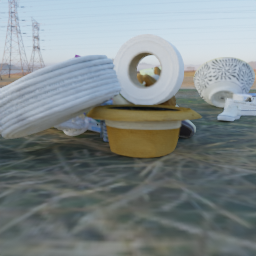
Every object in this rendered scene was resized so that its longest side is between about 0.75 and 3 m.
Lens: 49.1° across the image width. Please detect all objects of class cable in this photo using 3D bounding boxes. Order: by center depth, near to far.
[{"bbox_3d":[-1.291,-0.525,5.061,2.387,0.826,2.387,-21,4,11],"label":"cable"}]

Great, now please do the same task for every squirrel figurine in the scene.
[{"bbox_3d":[0.611,-0.874,9.068,1.607,1.722,1.218,-32,15,32],"label":"squirrel figurine"}]

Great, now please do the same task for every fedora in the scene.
[{"bbox_3d":[0.281,0.031,5.150,2.108,0.860,2.108,2,8,0],"label":"fedora"}]

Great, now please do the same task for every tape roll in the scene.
[{"bbox_3d":[0.500,-1.420,7.042,1.744,1.744,0.610,4,8,22],"label":"tape roll"}]

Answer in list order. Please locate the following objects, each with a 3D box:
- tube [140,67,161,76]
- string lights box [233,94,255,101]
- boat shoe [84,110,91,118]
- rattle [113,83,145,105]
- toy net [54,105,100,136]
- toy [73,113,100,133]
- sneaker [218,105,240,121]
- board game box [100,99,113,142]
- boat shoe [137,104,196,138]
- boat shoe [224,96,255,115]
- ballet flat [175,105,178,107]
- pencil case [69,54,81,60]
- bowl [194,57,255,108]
[{"bbox_3d":[1.070,-1.546,10.770,0.778,0.696,2.681,22,40,-25],"label":"tube"},{"bbox_3d":[5.872,-1.080,12.033,2.357,0.695,1.211,0,10,2],"label":"string lights box"},{"bbox_3d":[-1.273,-0.548,8.914,0.288,0.808,0.253,42,17,-42],"label":"boat shoe"},{"bbox_3d":[-0.400,-0.270,7.628,1.946,1.774,2.725,-32,41,23],"label":"rattle"},{"bbox_3d":[-0.905,-0.156,7.173,1.281,0.472,2.443,45,37,17],"label":"toy net"},{"bbox_3d":[-1.881,-0.570,7.508,2.553,0.603,1.470,12,13,-9],"label":"toy"},{"bbox_3d":[3.383,-0.520,9.392,0.517,0.501,1.416,7,12,35],"label":"sneaker"},{"bbox_3d":[-0.499,-0.261,6.453,0.305,0.990,0.990,-2,9,-3],"label":"board game box"},{"bbox_3d":[0.754,-0.072,6.466,1.581,0.569,0.512,22,40,7],"label":"boat shoe"},{"bbox_3d":[4.763,-0.875,10.806,2.196,0.718,0.808,-3,10,-17],"label":"boat shoe"},{"bbox_3d":[1.830,-0.743,11.195,1.024,0.362,0.362,-1,10,-9],"label":"ballet flat"},{"bbox_3d":[-1.485,-1.346,7.406,0.923,1.002,2.169,16,6,-19],"label":"pencil case"},{"bbox_3d":[4.553,-1.855,13.364,2.822,1.324,2.822,8,-34,6],"label":"bowl"}]
